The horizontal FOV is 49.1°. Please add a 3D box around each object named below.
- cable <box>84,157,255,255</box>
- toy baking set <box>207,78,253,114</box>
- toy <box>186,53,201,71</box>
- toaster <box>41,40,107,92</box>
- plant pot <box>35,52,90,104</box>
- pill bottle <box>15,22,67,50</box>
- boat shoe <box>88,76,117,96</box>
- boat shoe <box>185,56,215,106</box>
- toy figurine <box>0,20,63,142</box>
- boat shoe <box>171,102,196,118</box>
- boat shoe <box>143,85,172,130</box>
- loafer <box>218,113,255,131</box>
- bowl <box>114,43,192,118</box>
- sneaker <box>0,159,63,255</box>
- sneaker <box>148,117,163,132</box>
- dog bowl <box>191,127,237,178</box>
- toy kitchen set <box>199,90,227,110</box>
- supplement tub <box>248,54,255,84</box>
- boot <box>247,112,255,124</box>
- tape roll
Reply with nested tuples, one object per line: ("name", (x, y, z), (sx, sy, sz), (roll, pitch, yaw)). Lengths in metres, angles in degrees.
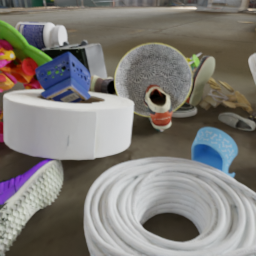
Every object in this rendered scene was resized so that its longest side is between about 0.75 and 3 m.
("cable", (0.690, 1.469, 4.382), (2.733, 0.946, 2.734), (-14, 30, -22))
("toy baking set", (3.191, -1.001, 9.046), (1.749, 0.265, 2.279), (18, 31, -16))
("toy", (1.320, -1.657, 9.897), (2.705, 0.639, 1.558), (-26, 13, 37))
("toaster", (-1.806, -1.970, 9.837), (1.832, 2.026, 1.202), (6, 31, 28))
("plant pot", (-1.427, -0.983, 6.381), (0.949, 0.949, 0.853), (-23, 60, 14))
("pill bottle", (-5.082, -5.373, 16.444), (2.679, 1.551, 1.551), (6, 29, 10))
("boat shoe", (-0.594, -1.303, 9.353), (0.693, 0.769, 2.138), (19, 7, 17))
("boat shoe", (2.193, -1.532, 8.948), (0.659, 1.852, 0.580), (-17, 51, -24))
("toy figurine", (-3.155, -0.856, 7.113), (2.013, 2.681, 2.467), (11, 61, 34))
("boat shoe", (1.207, -0.795, 8.911), (1.952, 0.621, 0.690), (10, 30, 19))
("boat shoe", (0.764, -0.732, 7.398), (0.706, 0.620, 1.982), (-9, 33, 3))
("loafer", (3.098, -0.172, 8.033), (1.051, 0.367, 0.367), (19, 26, 30))
("bowl", (0.728, -1.230, 8.054), (2.124, 2.124, 0.997), (5, -10, 9))
("sneaker", (-2.146, 1.201, 5.002), (1.157, 0.809, 2.326), (10, 30, 20))
("sneaker", (0.805, -0.219, 8.096), (0.488, 0.436, 1.221), (4, 21, 9))
("dog bowl", (1.596, 0.643, 5.359), (0.806, 1.446, 0.358), (24, 55, 33))
("toy kitchen set", (2.922, -0.736, 9.182), (0.758, 0.684, 0.619), (-45, 32, 3))
("supplement tub", (5.281, -1.785, 8.401), (2.713, 1.972, 1.972), (-20, 19, 27))
("boot", (3.978, -0.060, 7.760), (1.400, 0.557, 1.608), (19, 28, 39))
("tape roll", (-1.357, -0.216, 6.625), (2.978, 1.041, 2.978), (6, 13, -1))
